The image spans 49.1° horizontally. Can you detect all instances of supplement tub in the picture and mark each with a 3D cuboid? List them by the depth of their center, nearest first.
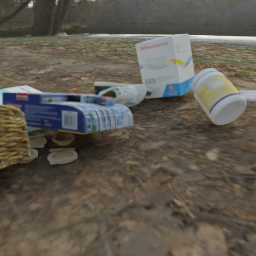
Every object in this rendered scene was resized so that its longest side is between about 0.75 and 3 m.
[{"bbox_3d":[2.818,-1.020,8.897,1.166,1.166,1.604,-8,50,-19],"label":"supplement tub"}]

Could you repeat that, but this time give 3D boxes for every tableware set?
[{"bbox_3d":[-2.059,0.483,7.072,1.529,0.212,1.831,-5,22,-9],"label":"tableware set"}]

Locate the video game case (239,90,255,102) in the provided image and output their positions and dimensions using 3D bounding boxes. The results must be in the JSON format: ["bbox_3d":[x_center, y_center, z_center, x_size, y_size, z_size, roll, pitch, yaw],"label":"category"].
[{"bbox_3d":[5.115,-1.335,11.655,0.944,0.119,1.318,8,23,18],"label":"video game case"}]

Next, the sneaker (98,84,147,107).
[{"bbox_3d":[-0.190,-1.128,9.862,1.854,0.709,0.749,-19,-17,-10],"label":"sneaker"}]

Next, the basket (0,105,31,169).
[{"bbox_3d":[-3.109,0.206,5.439,1.389,1.331,1.865,-2,9,42],"label":"basket"}]

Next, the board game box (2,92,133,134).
[{"bbox_3d":[-1.355,-0.498,7.594,2.733,0.843,2.731,6,9,29],"label":"board game box"}]

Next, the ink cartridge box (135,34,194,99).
[{"bbox_3d":[1.568,-2.494,11.297,1.642,2.230,1.613,0,18,36],"label":"ink cartridge box"}]

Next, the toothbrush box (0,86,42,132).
[{"bbox_3d":[-3.735,-0.466,8.364,2.383,1.016,1.745,-17,28,-38],"label":"toothbrush box"}]

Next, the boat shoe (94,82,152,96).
[{"bbox_3d":[-0.200,-1.363,10.927,2.266,0.766,0.814,5,11,7],"label":"boat shoe"}]
